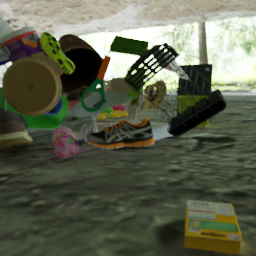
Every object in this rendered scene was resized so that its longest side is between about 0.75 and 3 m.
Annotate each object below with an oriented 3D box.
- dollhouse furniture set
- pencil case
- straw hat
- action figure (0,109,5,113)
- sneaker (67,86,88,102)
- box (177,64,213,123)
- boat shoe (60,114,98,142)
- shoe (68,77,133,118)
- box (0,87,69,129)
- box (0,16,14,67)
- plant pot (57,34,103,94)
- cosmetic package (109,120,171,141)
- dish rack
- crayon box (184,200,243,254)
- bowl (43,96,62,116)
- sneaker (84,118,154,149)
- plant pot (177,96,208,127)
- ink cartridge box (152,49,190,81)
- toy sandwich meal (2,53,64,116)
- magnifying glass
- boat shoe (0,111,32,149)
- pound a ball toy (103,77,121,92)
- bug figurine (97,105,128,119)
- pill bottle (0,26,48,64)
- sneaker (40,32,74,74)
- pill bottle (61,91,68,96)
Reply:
[{"bbox_3d":[-0.048,-1.478,9.520,1.154,2.989,1.494,10,44,7],"label":"dollhouse furniture set"},{"bbox_3d":[-1.498,0.291,6.578,0.582,0.582,1.331,-2,8,-15],"label":"pencil case"},{"bbox_3d":[0.757,-1.158,9.203,1.111,1.111,0.470,-9,37,-44],"label":"straw hat"},{"bbox_3d":[-3.625,-0.038,7.137,1.115,1.152,0.603,-42,-13,21],"label":"action figure"},{"bbox_3d":[-1.590,-1.004,8.651,0.818,0.309,0.288,-30,-48,24],"label":"sneaker"},{"bbox_3d":[2.901,-1.568,12.451,1.418,2.376,2.416,2,9,10],"label":"box"},{"bbox_3d":[-1.496,-0.107,8.473,0.850,0.739,2.306,-4,10,-26],"label":"boat shoe"},{"bbox_3d":[-1.038,-1.252,10.591,2.834,1.013,1.289,-31,36,-12],"label":"shoe"},{"bbox_3d":[-3.641,-0.577,9.122,2.266,1.241,2.568,5,2,30],"label":"box"},{"bbox_3d":[-3.610,-2.445,7.748,0.564,0.989,1.075,-15,-43,26],"label":"box"},{"bbox_3d":[-1.804,-2.329,9.279,1.712,1.712,1.831,-4,44,-22],"label":"plant pot"},{"bbox_3d":[0.383,0.057,8.523,1.561,0.403,1.177,7,9,38],"label":"cosmetic package"},{"bbox_3d":[1.105,-0.961,7.240,1.821,2.374,0.648,-37,26,37],"label":"dish rack"},{"bbox_3d":[0.862,1.037,2.937,0.522,0.214,0.830,2,9,13],"label":"crayon box"},{"bbox_3d":[-2.476,-0.892,8.417,0.219,1.116,1.116,-22,-2,29],"label":"bowl"},{"bbox_3d":[-0.218,0.136,7.157,1.791,0.692,0.701,-4,12,-15],"label":"sneaker"},{"bbox_3d":[2.544,-0.654,10.727,1.241,1.127,1.235,2,9,16],"label":"plant pot"},{"bbox_3d":[1.450,-2.013,9.348,0.313,1.235,1.402,-38,-14,25],"label":"ink cartridge box"},{"bbox_3d":[-1.987,-0.913,5.917,1.344,1.344,0.460,-1,10,-3],"label":"toy sandwich meal"},{"bbox_3d":[-0.747,-1.071,6.953,0.593,1.489,0.167,12,24,-29],"label":"magnifying glass"},{"bbox_3d":[-2.740,0.024,6.588,0.895,0.823,2.505,-6,1,-22],"label":"boat shoe"},{"bbox_3d":[-0.540,-1.406,8.986,0.752,0.320,0.491,-17,-21,-11],"label":"pound a ball toy"},{"bbox_3d":[-1.250,-0.884,13.596,2.075,0.689,2.676,6,10,33],"label":"bug figurine"},{"bbox_3d":[-2.602,-1.749,7.634,0.975,1.750,0.975,-21,19,7],"label":"pill bottle"},{"bbox_3d":[-2.014,-2.015,7.695,0.484,1.306,0.546,-46,41,-16],"label":"sneaker"},{"bbox_3d":[-2.888,-1.604,11.641,1.159,2.034,1.159,8,-4,1],"label":"pill bottle"}]
